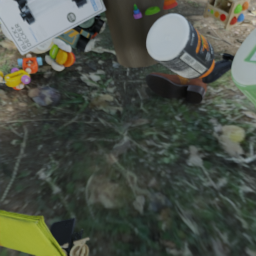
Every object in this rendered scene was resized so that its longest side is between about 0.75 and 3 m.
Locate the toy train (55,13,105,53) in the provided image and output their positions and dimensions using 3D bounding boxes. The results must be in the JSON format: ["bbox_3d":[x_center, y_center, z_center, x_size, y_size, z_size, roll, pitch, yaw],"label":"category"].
[{"bbox_3d":[-2.144,-3.620,9.085,2.767,1.577,1.179,29,32,-8],"label":"toy train"}]

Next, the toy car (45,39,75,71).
[{"bbox_3d":[-2.726,-2.996,11.631,0.977,1.141,1.303,8,27,-48],"label":"toy car"}]

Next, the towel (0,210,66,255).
[{"bbox_3d":[-1.974,1.601,4.450,2.255,0.971,0.204,-2,36,31],"label":"towel"}]

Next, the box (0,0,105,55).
[{"bbox_3d":[-1.957,-3.020,6.864,2.443,1.425,0.735,-31,37,-9],"label":"box"}]

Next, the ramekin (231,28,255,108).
[{"bbox_3d":[3.118,-1.312,5.348,1.105,2.262,2.262,32,39,-20],"label":"ramekin"}]

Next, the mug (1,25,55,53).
[{"bbox_3d":[-4.088,-4.457,12.569,2.407,1.928,1.976,-37,62,-26],"label":"mug"}]

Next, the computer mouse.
[{"bbox_3d":[2.744,-1.861,8.534,1.280,0.337,0.886,-39,35,0],"label":"computer mouse"}]

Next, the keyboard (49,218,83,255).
[{"bbox_3d":[-1.364,2.733,5.850,0.873,0.332,1.678,-16,41,17],"label":"keyboard"}]

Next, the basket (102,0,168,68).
[{"bbox_3d":[0.253,-3.403,8.059,1.956,2.876,2.593,3,37,19],"label":"basket"}]

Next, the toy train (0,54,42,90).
[{"bbox_3d":[-4.557,-2.013,10.710,2.589,0.720,1.945,-11,42,-16],"label":"toy train"}]

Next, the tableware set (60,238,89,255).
[{"bbox_3d":[-1.216,2.535,5.575,0.896,0.179,0.592,-20,38,13],"label":"tableware set"}]

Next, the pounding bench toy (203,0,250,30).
[{"bbox_3d":[2.682,-3.352,7.330,0.728,1.173,0.915,-30,57,-27],"label":"pounding bench toy"}]

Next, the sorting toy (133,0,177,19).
[{"bbox_3d":[0.628,-3.022,6.832,1.103,0.380,0.382,-14,35,9],"label":"sorting toy"}]

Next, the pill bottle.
[{"bbox_3d":[1.479,-1.928,7.171,1.135,1.135,2.138,38,16,34],"label":"pill bottle"}]

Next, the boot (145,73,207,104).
[{"bbox_3d":[2.006,-2.043,10.622,2.236,0.813,2.375,14,43,15],"label":"boot"}]
